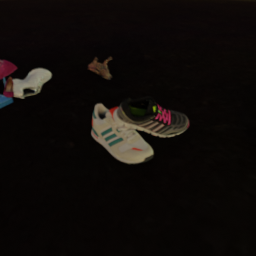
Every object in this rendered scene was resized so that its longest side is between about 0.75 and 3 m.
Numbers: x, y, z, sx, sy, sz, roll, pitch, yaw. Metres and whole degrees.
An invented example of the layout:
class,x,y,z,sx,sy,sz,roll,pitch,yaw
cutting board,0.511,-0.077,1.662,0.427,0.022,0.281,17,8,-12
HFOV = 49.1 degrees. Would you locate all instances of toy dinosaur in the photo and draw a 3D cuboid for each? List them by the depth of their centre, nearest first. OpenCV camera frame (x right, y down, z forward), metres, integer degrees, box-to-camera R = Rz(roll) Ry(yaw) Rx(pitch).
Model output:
class,x,y,z,sx,sy,sz,roll,pitch,yaw
toy dinosaur,-1.528,-2.990,14.000,1.781,0.764,1.207,11,39,27

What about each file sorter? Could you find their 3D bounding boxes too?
class,x,y,z,sx,sy,sz,roll,pitch,yaw
file sorter,-6.226,-1.367,10.236,2.009,1.776,2.895,15,35,25

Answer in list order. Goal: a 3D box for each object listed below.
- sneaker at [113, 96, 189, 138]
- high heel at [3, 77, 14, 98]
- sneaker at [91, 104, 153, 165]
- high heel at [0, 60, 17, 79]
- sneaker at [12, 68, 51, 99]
class,x,y,z,sx,sy,sz,roll,pitch,yaw
sneaker,0.685,-0.333,7.519,2.116,0.926,0.781,10,62,-6
high heel,-4.258,-1.438,9.991,0.348,0.496,1.031,0,28,-26
sneaker,-0.285,0.091,8.343,0.904,1.200,2.567,-22,37,-33
high heel,-3.889,-1.266,8.209,0.750,1.563,0.526,20,10,-33
sneaker,-4.131,-1.840,12.152,0.988,0.845,2.268,27,46,20
